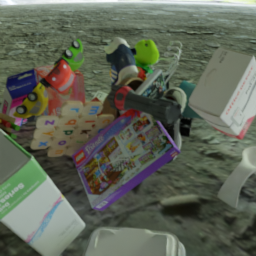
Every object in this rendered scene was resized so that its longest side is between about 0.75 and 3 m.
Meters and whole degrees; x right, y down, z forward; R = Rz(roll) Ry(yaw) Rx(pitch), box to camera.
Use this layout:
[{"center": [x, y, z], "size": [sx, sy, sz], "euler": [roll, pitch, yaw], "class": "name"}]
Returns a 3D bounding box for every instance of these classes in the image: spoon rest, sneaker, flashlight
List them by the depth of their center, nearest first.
[{"center": [0.352, -0.549, 6.569], "size": [0.685, 0.687, 2.023], "euler": [-41, 40, -26], "class": "flashlight"}, {"center": [3.661, 1.194, 8.030], "size": [2.812, 0.852, 1.397], "euler": [-26, 39, -34], "class": "spoon rest"}, {"center": [1.179, -0.040, 8.597], "size": [0.884, 2.392, 0.949], "euler": [9, 13, 23], "class": "sneaker"}, {"center": [-0.301, -2.088, 9.376], "size": [0.838, 2.081, 1.524], "euler": [-17, 78, -14], "class": "sneaker"}]

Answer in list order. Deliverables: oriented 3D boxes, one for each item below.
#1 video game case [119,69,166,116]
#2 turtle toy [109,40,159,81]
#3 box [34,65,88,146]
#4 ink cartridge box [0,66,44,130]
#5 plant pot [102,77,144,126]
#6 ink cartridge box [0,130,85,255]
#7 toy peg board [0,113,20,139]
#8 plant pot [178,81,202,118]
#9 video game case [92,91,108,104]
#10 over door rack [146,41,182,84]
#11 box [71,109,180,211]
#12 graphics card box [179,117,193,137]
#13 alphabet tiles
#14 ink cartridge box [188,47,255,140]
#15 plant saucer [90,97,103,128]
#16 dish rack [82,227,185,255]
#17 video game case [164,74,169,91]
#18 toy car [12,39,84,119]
[{"center": [0.691, -0.401, 9.048], "size": [0.272, 2.116, 2.327], "euler": [9, 43, 36], "class": "video game case"}, {"center": [0.503, -1.878, 10.872], "size": [2.162, 2.967, 1.500], "euler": [-3, 5, -41], "class": "turtle toy"}, {"center": [-2.196, -0.690, 9.415], "size": [1.236, 2.610, 1.339], "euler": [-16, 35, -25], "class": "box"}, {"center": [-3.724, -0.938, 9.880], "size": [1.366, 2.885, 0.535], "euler": [-32, 77, -41], "class": "ink cartridge box"}, {"center": [-0.164, -0.597, 8.895], "size": [0.942, 2.041, 2.041], "euler": [10, 32, 31], "class": "plant pot"}, {"center": [-2.236, 1.355, 5.824], "size": [1.895, 2.607, 1.141], "euler": [27, 61, 37], "class": "ink cartridge box"}, {"center": [-3.323, 0.177, 6.901], "size": [0.562, 1.149, 1.144], "euler": [18, -7, 31], "class": "toy peg board"}, {"center": [2.443, -0.922, 10.299], "size": [1.261, 1.342, 1.342], "euler": [21, 37, 21], "class": "plant pot"}, {"center": [-0.740, -0.732, 11.293], "size": [1.634, 0.410, 1.802], "euler": [17, 33, 2], "class": "video game case"}, {"center": [1.121, -1.807, 10.641], "size": [0.934, 2.805, 2.073], "euler": [22, 32, 2], "class": "over door rack"}, {"center": [-0.160, 0.692, 7.348], "size": [2.576, 0.504, 1.763], "euler": [-38, 53, 10], "class": "box"}, {"center": [1.956, -0.316, 10.903], "size": [1.075, 0.436, 1.714], "euler": [8, 31, 13], "class": "graphics card box"}, {"center": [-1.486, 0.079, 7.566], "size": [2.107, 2.155, 0.157], "euler": [-3, 51, -32], "class": "alphabet tiles"}, {"center": [3.037, -0.895, 8.292], "size": [1.051, 1.861, 2.540], "euler": [30, 3, 37], "class": "ink cartridge box"}, {"center": [-1.287, -0.461, 10.348], "size": [1.053, 0.193, 1.051], "euler": [-41, 78, 4], "class": "plant saucer"}, {"center": [-0.069, 2.898, 5.281], "size": [2.212, 0.561, 2.577], "euler": [-1, 29, 14], "class": "dish rack"}, {"center": [1.446, -1.315, 11.021], "size": [0.159, 1.200, 1.680], "euler": [1, -7, 1], "class": "video game case"}, {"center": [-1.885, -1.516, 7.854], "size": [2.885, 0.643, 2.715], "euler": [-27, 29, 46], "class": "toy car"}]
